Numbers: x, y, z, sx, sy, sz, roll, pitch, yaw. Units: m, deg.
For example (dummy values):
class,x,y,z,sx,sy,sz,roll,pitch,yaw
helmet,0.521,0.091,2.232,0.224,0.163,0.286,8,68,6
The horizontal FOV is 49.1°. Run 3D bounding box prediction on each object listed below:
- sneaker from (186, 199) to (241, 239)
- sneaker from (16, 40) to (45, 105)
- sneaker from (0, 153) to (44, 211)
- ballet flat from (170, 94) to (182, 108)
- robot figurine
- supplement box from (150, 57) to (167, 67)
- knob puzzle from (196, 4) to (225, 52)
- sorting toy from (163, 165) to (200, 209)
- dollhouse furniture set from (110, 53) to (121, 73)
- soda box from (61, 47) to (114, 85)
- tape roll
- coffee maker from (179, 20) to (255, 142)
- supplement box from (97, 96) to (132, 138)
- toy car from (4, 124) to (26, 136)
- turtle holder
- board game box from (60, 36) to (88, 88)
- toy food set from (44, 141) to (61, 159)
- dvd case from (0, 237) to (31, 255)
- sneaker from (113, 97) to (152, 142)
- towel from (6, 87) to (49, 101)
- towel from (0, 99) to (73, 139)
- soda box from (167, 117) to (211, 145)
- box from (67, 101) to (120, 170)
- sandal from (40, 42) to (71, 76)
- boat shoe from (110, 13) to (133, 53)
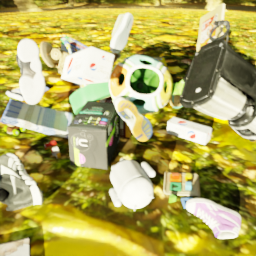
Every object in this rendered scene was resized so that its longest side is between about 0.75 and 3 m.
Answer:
class,x,y,z,sx,sy,sz,roll,pitch,yaw
sneaker,2.148,2.372,7.268,1.443,0.523,0.823,13,35,21
sneaker,-3.479,-1.952,9.954,0.823,2.180,1.240,-6,11,-23
sneaker,-3.563,1.570,8.313,1.154,0.848,2.551,-19,37,-35
ballet flat,2.997,-1.926,14.242,1.003,0.921,2.922,2,26,34
robot figurine,0.105,1.608,8.086,1.487,0.990,1.754,-43,36,5
supplement box,1.411,-2.952,15.673,1.391,1.382,2.539,0,30,1
knob puzzle,3.405,-3.535,11.490,0.362,2.611,2.611,4,29,-9
sorting toy,1.672,1.681,8.703,1.106,0.267,1.964,4,30,8
dollhouse furniture set,-0.953,-3.300,13.497,1.566,1.241,1.111,-47,38,-10
soda box,-1.291,-1.795,8.426,0.732,0.784,2.301,13,-1,-30
tape roll,-1.028,-1.374,11.970,2.860,0.687,2.860,-21,-5,-2
coffee maker,3.092,-1.197,7.786,2.586,2.484,1.742,23,13,-25
supplement box,-0.565,-0.551,11.743,1.676,1.113,1.653,6,30,11
toy car,-4.698,-0.234,11.452,0.706,0.859,0.678,19,36,29
turtle holder,0.655,-1.266,9.143,2.613,1.985,1.855,33,-1,-5
board game box,-2.097,-2.607,11.592,1.394,2.059,0.355,31,55,15
toy food set,-2.757,0.778,10.100,0.451,0.478,1.002,-21,35,-14
dvd case,-2.978,3.096,6.372,1.452,0.127,1.036,-9,31,-15
sneaker,0.159,-0.311,8.459,0.627,1.666,0.734,-36,33,-2
towel,-5.429,-1.989,15.173,1.373,0.223,1.870,19,35,29
towel,-3.547,-0.426,11.406,2.766,0.329,2.032,15,25,-18
soda box,2.409,0.107,11.190,1.672,0.532,0.569,19,35,30
box,-1.128,0.190,9.970,1.325,1.584,2.132,5,30,9
sandal,-2.312,-2.453,9.864,0.747,0.832,2.270,-7,-8,4
boat shoe,-0.267,-2.920,8.688,0.430,0.499,1.387,14,73,34
